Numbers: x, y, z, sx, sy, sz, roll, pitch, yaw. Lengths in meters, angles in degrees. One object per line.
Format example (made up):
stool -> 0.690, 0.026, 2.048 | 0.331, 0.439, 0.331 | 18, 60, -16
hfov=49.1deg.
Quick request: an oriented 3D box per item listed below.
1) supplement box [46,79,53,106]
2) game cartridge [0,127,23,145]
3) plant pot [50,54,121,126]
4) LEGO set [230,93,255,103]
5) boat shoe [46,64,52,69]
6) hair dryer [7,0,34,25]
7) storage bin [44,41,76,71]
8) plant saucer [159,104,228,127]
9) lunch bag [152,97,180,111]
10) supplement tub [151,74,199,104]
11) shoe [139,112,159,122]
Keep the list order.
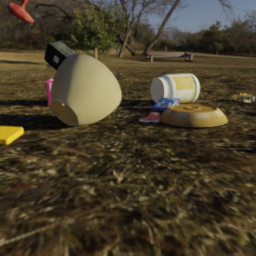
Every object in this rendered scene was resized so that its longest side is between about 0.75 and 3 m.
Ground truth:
supplement box -> -2.843, -1.854, 14.335 | 2.417, 1.249, 1.223 | 0, 17, -6
game cartridge -> -4.290, 0.233, 8.941 | 1.498, 0.243, 1.320 | 3, 16, 2
plant pot -> -1.794, -1.085, 10.153 | 2.608, 2.608, 1.751 | 10, 49, 31
LEGO set -> 6.071, -1.518, 14.936 | 1.261, 0.469, 0.580 | 3, -19, 26
boat shoe -> -3.604, -3.048, 13.616 | 0.921, 0.331, 0.274 | 3, 25, 41
hair dryer -> -3.198, -3.740, 8.442 | 0.963, 1.264, 0.343 | -10, 26, 8
storage bin -> -2.872, -2.991, 12.096 | 1.378, 0.932, 0.646 | 39, 41, 11
plant saucer -> 2.555, -0.570, 11.115 | 2.672, 0.473, 2.672 | -1, 15, 0
lunch bag -> 1.698, -0.970, 12.656 | 0.877, 0.548, 1.166 | 8, 24, 33
supplement tub -> 2.358, -1.942, 14.170 | 2.080, 1.505, 1.505 | -8, 18, -25
shoe -> 0.834, -0.427, 10.942 | 0.797, 0.362, 0.285 | 1, 16, 3
